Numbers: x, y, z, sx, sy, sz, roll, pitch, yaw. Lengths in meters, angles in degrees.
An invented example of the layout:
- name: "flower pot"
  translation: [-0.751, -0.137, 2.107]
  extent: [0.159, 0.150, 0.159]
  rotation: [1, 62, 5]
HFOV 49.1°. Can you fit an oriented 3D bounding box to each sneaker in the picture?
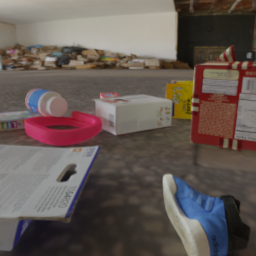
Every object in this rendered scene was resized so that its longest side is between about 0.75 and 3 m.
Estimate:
- name: "sneaker"
  translation: [1.114, 1.191, 4.135]
  extent: [0.921, 0.636, 1.656]
  rotation: [-8, 20, -7]

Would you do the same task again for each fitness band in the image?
- name: "fitness band"
  translation: [-2.126, -0.029, 9.171]
  extent: [2.061, 0.537, 2.869]
  rotation: [-17, 21, -40]

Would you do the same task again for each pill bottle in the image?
- name: "pill bottle"
  translation: [-3.101, -0.926, 10.707]
  extent: [1.007, 1.007, 1.794]
  rotation: [-13, 19, -40]

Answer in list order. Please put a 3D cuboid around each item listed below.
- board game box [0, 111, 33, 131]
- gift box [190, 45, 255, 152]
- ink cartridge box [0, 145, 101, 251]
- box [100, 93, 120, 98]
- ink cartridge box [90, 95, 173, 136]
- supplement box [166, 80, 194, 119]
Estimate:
- name: "board game box"
  translation: [-4.575, -0.239, 10.128]
  extent: [2.097, 0.359, 1.410]
  rotation: [-7, 17, -25]
- name: "gift box"
  translation: [3.413, -0.975, 8.322]
  extent: [2.623, 2.843, 2.655]
  rotation: [12, 17, 23]
- name: "ink cartridge box"
  translation: [-2.090, 1.001, 4.976]
  extent: [2.910, 0.591, 2.904]
  rotation: [1, 15, 4]
- name: "box"
  translation: [-0.780, -1.017, 12.162]
  extent: [0.777, 0.842, 1.642]
  rotation: [-3, 16, -9]
- name: "ink cartridge box"
  translation: [0.071, -0.571, 10.158]
  extent: [2.327, 0.976, 2.043]
  rotation: [-9, 17, -30]
- name: "supplement box"
  translation: [2.953, -1.163, 11.489]
  extent: [2.623, 1.436, 1.427]
  rotation: [4, 15, 18]
